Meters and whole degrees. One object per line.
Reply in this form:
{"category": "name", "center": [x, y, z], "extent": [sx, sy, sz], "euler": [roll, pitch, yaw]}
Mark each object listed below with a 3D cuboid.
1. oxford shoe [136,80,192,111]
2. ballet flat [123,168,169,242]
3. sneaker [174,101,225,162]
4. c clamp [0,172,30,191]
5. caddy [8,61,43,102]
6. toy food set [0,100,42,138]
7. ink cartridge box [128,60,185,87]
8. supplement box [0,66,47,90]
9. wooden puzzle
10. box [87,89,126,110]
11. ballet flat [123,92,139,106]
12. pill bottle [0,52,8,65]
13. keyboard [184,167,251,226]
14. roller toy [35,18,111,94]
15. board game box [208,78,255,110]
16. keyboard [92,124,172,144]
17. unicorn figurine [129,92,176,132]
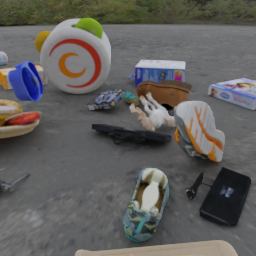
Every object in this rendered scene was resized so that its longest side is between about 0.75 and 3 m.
{"category": "oxford shoe", "center": [0.986, -1.037, 9.540], "extent": [1.000, 0.999, 2.803], "euler": [13, 1, -24]}
{"category": "ballet flat", "center": [0.437, 1.133, 5.007], "extent": [0.717, 0.717, 1.932], "euler": [5, 26, 10]}
{"category": "sneaker", "center": [1.386, 0.156, 5.999], "extent": [0.905, 2.344, 0.917], "euler": [8, 69, 33]}
{"category": "c clamp", "center": [-3.145, 1.120, 5.445], "extent": [1.837, 0.249, 1.569], "euler": [6, 12, 8]}
{"category": "caddy", "center": [-3.044, -1.402, 8.554], "extent": [0.662, 1.261, 0.891], "euler": [0, 39, 16]}
{"category": "toy food set", "center": [-3.728, -0.268, 7.397], "extent": [2.834, 0.697, 2.864], "euler": [10, 12, 35]}
{"category": "ink cartridge box", "center": [1.258, -2.430, 12.486], "extent": [2.475, 0.945, 1.689], "euler": [7, 25, 10]}
{"category": "supplement box", "center": [-4.677, -2.280, 12.492], "extent": [1.817, 0.668, 1.145], "euler": [-14, 29, -29]}
{"category": "wooden puzzle", "center": [0.506, 2.187, 2.983], "extent": [2.225, 0.515, 2.061], "euler": [2, 25, -8]}
{"category": "box", "center": [-0.729, -0.978, 9.646], "extent": [1.008, 0.252, 1.016], "euler": [1, 35, 35]}
{"category": "ballet flat", "center": [0.085, -1.030, 10.197], "extent": [0.369, 0.339, 1.076], "euler": [-29, 25, -9]}
{"category": "pill bottle", "center": [-7.679, -3.923, 16.062], "extent": [0.711, 0.711, 1.307], "euler": [17, 29, 33]}
{"category": "keyboard", "center": [1.728, 1.221, 5.443], "extent": [1.049, 0.170, 1.652], "euler": [21, 30, 25]}
{"category": "roller toy", "center": [-2.036, -2.865, 11.197], "extent": [2.856, 2.605, 1.995], "euler": [-17, 34, 11]}
{"category": "board game box", "center": [4.607, -1.372, 10.799], "extent": [2.076, 0.428, 2.081], "euler": [-15, 28, -29]}
{"category": "keyboard", "center": [-0.011, 0.234, 7.535], "extent": [2.180, 0.432, 1.134], "euler": [8, 3, 23]}
{"category": "unicorn figurine", "center": [0.855, -0.400, 7.916], "extent": [1.310, 0.704, 1.907], "euler": [49, 51, 5]}
